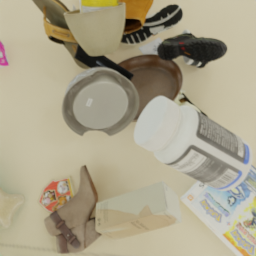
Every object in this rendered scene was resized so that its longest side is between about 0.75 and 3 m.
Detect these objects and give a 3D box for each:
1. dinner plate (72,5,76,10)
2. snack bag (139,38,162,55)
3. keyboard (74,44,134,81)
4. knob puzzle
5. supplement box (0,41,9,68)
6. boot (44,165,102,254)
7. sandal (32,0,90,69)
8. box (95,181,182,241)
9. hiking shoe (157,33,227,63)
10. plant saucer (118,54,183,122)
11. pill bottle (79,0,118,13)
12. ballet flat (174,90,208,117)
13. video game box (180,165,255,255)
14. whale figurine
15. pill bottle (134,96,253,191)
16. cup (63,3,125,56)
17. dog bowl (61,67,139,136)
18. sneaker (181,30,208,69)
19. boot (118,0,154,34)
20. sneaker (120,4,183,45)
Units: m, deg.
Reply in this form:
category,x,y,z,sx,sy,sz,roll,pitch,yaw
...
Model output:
category,x,y,z,sx,sy,sz,roll,pitch,yaw
dinner plate,-1.381,-3.065,8.811,0.195,1.607,1.607,-29,72,1
snack bag,0.965,-2.556,9.409,0.897,0.102,0.951,-30,73,-10
keyboard,-0.753,-1.806,8.336,1.822,1.094,0.234,32,61,-4
knob puzzle,-2.003,1.910,7.764,1.146,0.159,1.146,0,71,0
supplement box,-4.275,-2.429,9.184,0.442,0.433,0.855,-18,71,-6
boot,-1.465,2.180,7.387,1.507,0.724,2.062,-21,71,-5
sandal,-1.923,-2.693,8.157,1.111,2.767,0.747,17,60,40
box,0.225,2.031,6.740,1.890,0.897,0.735,-24,44,22
hiking shoe,1.860,-2.435,8.081,1.949,0.738,0.981,8,48,19
plant saucer,0.322,-1.153,8.326,2.658,0.426,2.658,-10,52,14
pill bottle,-0.714,-2.888,6.957,0.962,1.717,0.962,0,33,0
ballet flat,1.592,-0.746,8.406,2.189,0.749,0.744,40,78,14
video game box,2.934,1.995,7.545,2.059,0.529,2.260,-43,76,-13
whale figurine,-4.065,1.727,7.445,2.460,1.276,1.957,30,67,-15
pill bottle,0.973,0.242,4.274,1.650,0.939,0.939,28,70,-20
cup,-0.762,-2.512,7.245,1.557,1.113,1.557,-7,29,4
dog bowl,-0.705,-0.627,6.920,1.889,1.889,0.554,-18,40,-6
sneaker,2.197,-2.523,9.226,0.890,0.581,1.591,17,50,-22
boot,-0.644,-3.800,8.748,3.012,1.060,2.156,5,62,30
sneaker,0.694,-3.361,9.396,2.288,0.915,0.843,-17,100,5
